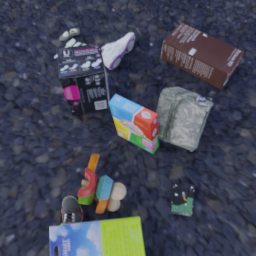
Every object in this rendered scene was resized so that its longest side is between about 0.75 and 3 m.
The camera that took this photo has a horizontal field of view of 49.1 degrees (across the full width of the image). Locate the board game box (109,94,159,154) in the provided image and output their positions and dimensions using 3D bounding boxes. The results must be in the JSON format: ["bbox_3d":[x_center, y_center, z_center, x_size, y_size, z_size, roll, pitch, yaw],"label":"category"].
[{"bbox_3d":[0.211,-0.066,8.113,1.361,1.778,0.359,28,66,23],"label":"board game box"}]

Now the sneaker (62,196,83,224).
[{"bbox_3d":[-1.519,2.529,7.548,0.571,0.607,1.481,-11,62,-6],"label":"sneaker"}]

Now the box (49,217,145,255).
[{"bbox_3d":[-0.754,3.043,6.924,2.317,0.552,1.413,1,64,-19],"label":"box"}]

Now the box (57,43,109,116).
[{"bbox_3d":[-1.364,-1.483,8.891,1.364,2.064,1.184,-10,62,-5],"label":"box"}]

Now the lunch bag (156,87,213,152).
[{"bbox_3d":[1.611,-0.292,8.229,1.393,1.661,1.157,26,24,29],"label":"lunch bag"}]

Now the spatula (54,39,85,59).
[{"bbox_3d":[-2.217,-2.946,10.818,0.831,0.096,1.195,32,66,15],"label":"spatula"}]

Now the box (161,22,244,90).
[{"bbox_3d":[2.627,-2.643,10.176,2.592,0.971,1.298,32,66,14],"label":"box"}]

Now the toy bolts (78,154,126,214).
[{"bbox_3d":[-0.616,1.484,7.460,1.131,1.631,1.558,16,72,-3],"label":"toy bolts"}]

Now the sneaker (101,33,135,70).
[{"bbox_3d":[-0.440,-3.043,10.528,0.918,0.690,1.843,31,66,16],"label":"sneaker"}]

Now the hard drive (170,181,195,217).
[{"bbox_3d":[1.563,2.041,8.063,0.629,0.170,0.900,9,61,5],"label":"hard drive"}]

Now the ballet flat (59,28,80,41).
[{"bbox_3d":[-2.342,-3.756,11.149,0.878,0.280,0.296,-25,64,-13],"label":"ballet flat"}]
